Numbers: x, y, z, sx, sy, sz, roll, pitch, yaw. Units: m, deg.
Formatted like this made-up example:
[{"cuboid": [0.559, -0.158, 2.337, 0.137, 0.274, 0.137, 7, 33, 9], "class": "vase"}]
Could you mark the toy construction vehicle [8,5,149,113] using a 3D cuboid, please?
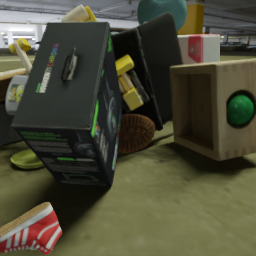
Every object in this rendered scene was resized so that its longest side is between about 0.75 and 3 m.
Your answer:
[{"cuboid": [-1.005, -1.124, 5.989, 2.188, 2.513, 0.885, -27, 14, 8], "class": "toy construction vehicle"}]

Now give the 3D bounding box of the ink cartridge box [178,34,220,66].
[{"cuboid": [2.023, -2.462, 10.545, 1.131, 1.942, 2.667, -17, 22, -34], "class": "ink cartridge box"}]

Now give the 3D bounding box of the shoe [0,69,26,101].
[{"cuboid": [-2.546, -1.125, 6.902, 2.468, 0.863, 0.659, -8, 36, -11], "class": "shoe"}]

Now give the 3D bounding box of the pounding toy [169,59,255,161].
[{"cuboid": [2.325, -0.343, 6.298, 1.757, 2.275, 2.472, -10, 13, -17], "class": "pounding toy"}]

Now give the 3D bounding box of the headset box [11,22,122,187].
[{"cuboid": [-0.795, -0.347, 4.686, 1.057, 2.278, 1.983, 2, 59, 7], "class": "headset box"}]

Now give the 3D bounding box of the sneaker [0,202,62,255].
[{"cuboid": [-1.042, 1.130, 2.765, 0.790, 0.444, 0.281, -29, 11, -18], "class": "sneaker"}]

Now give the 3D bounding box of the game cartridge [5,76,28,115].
[{"cuboid": [-2.368, -0.729, 6.207, 0.616, 0.925, 0.189, 2, -17, 9], "class": "game cartridge"}]

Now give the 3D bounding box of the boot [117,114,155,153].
[{"cuboid": [-0.601, 0.088, 6.852, 2.440, 0.916, 1.308, -7, 13, -20], "class": "boot"}]

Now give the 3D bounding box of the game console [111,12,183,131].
[{"cuboid": [0.267, -1.312, 7.319, 2.293, 2.607, 1.517, -10, 27, 17], "class": "game console"}]

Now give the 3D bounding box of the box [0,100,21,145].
[{"cuboid": [-3.476, -0.344, 7.745, 0.934, 1.076, 1.761, -18, 25, -39], "class": "box"}]

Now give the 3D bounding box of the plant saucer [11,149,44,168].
[{"cuboid": [-2.075, 0.680, 6.136, 0.899, 0.140, 0.899, 0, 17, 0], "class": "plant saucer"}]

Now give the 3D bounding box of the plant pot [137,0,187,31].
[{"cuboid": [0.999, -3.679, 8.341, 1.540, 1.540, 1.037, 3, -11, 8], "class": "plant pot"}]
